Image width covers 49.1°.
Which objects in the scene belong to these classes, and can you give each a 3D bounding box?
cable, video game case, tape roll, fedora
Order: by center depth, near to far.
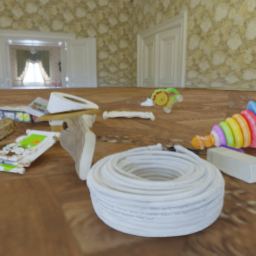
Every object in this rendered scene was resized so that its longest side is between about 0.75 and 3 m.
[{"bbox_3d":[0.410,0.915,4.508,2.138,0.740,2.137,-5,13,-22],"label":"cable"},{"bbox_3d":[-1.912,-0.106,9.237,2.230,0.910,2.230,-8,9,1],"label":"fedora"},{"bbox_3d":[-2.425,-0.881,12.323,2.147,0.751,2.147,17,12,-4],"label":"tape roll"},{"bbox_3d":[-3.492,-0.767,12.544,1.678,0.211,2.343,22,13,-12],"label":"video game case"}]

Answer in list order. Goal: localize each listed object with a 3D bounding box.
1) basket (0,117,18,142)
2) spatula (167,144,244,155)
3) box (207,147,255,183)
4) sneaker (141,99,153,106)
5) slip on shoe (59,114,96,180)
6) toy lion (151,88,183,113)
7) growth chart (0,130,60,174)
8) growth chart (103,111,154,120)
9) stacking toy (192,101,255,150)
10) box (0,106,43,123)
[{"bbox_3d":[-3.649,0.165,8.215,0.606,0.633,0.849,12,36,36],"label":"basket"},{"bbox_3d":[2.063,0.608,7.487,2.025,0.208,0.572,0,18,10],"label":"spatula"},{"bbox_3d":[2.307,0.771,6.080,0.506,0.421,1.232,-5,12,-25],"label":"box"},{"bbox_3d":[1.309,-1.805,19.516,0.864,0.499,0.318,1,12,16],"label":"sneaker"},{"bbox_3d":[-1.160,0.327,6.272,0.751,0.942,2.478,4,25,-12],"label":"slip on shoe"},{"bbox_3d":[2.081,-1.643,15.577,1.407,1.468,0.504,43,10,-18],"label":"toy lion"},{"bbox_3d":[-2.574,0.527,6.908,1.393,0.171,1.925,0,26,20],"label":"growth chart"},{"bbox_3d":[-0.003,-0.659,14.147,2.705,0.240,1.957,1,10,6],"label":"growth chart"},{"bbox_3d":[2.795,0.210,7.914,2.054,1.192,1.127,-17,-32,1],"label":"stacking toy"},{"bbox_3d":[-5.196,-0.698,13.605,2.890,0.502,1.590,6,12,28],"label":"box"}]
